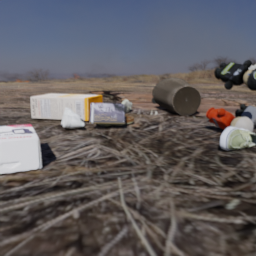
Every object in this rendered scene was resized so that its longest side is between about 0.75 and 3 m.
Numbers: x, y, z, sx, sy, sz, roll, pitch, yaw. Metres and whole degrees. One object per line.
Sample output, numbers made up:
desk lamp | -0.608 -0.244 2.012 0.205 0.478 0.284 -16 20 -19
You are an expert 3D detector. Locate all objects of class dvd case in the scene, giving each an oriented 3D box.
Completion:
dvd case | -0.786 -0.548 10.528 1.290 0.103 0.959 1 52 -4

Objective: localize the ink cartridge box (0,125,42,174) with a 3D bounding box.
ink cartridge box | -2.844 0.452 6.653 1.280 0.746 1.768 -5 13 -24

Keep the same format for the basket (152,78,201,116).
basket | 2.670 -1.616 14.576 2.326 1.755 2.580 -2 15 -7

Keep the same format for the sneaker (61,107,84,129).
sneaker | -2.122 -0.296 10.888 0.843 0.717 1.904 11 12 -19

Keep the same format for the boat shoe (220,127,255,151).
boat shoe | 3.153 0.286 7.828 0.546 0.633 1.759 13 15 43

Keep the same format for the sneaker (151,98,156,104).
sneaker | 2.030 -1.725 18.452 0.959 0.362 0.552 20 12 38

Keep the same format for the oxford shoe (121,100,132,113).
oxford shoe | -0.146 -1.047 14.399 0.551 0.717 1.907 38 17 0

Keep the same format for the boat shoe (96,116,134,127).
boat shoe | -0.510 -0.388 11.136 1.581 0.584 0.598 -5 13 -24

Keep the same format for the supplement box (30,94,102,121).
supplement box | -2.774 -0.980 12.882 2.796 1.028 1.762 3 12 16

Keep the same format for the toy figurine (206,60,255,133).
toy figurine | 4.164 -0.995 9.541 2.475 2.514 1.749 -4 21 -31
